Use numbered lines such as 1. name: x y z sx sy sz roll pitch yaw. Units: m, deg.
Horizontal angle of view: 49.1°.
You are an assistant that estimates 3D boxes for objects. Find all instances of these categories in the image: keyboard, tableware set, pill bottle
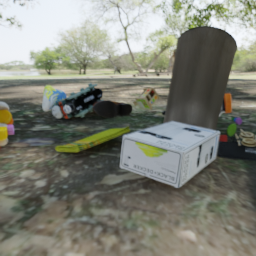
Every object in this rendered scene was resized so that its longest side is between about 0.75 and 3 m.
1. keyboard: 3.271 0.666 7.487 1.678 0.332 0.873 5 37 17
2. tableware set: 3.293 0.273 7.673 0.592 0.179 0.896 4 20 14
3. pill bottle: 3.032 -0.930 11.299 2.138 1.135 1.135 -2 12 16

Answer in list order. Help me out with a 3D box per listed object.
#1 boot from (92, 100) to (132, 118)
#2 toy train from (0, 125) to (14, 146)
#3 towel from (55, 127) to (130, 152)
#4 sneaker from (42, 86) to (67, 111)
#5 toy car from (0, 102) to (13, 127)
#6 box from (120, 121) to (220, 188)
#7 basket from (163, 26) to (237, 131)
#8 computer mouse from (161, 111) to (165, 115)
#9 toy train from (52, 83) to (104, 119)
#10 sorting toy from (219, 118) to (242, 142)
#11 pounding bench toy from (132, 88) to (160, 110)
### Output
1. boot: -1.360 -1.059 13.565 2.236 0.813 2.375 -13 17 -43
2. toy train: -4.367 0.351 7.798 1.945 0.720 2.589 0 10 7
3. towel: -0.987 0.298 8.274 0.971 0.204 2.255 -1 12 40
4. sneaker: -3.451 -1.407 13.341 1.147 0.827 2.184 9 30 -20
5. toy car: -4.775 -0.255 9.951 1.303 1.141 0.977 -3 -21 -10
6. box: 1.075 0.476 6.490 1.425 0.735 2.443 15 17 32
7. basket: 2.232 -1.294 9.076 1.956 2.876 2.593 13 -9 9
8. computer mouse: 1.975 -0.657 12.830 0.886 0.337 1.280 2 13 6
9. toy train: -2.261 -1.161 12.854 1.577 1.179 2.767 -15 16 31
10. sorting toy: 2.930 0.065 8.392 1.103 0.382 0.380 -46 39 -13
11. pounding bench toy: 0.841 -1.505 14.054 1.173 0.728 0.915 5 48 48
